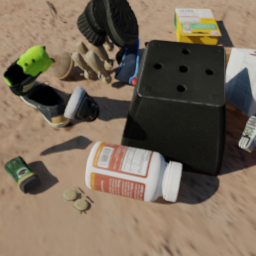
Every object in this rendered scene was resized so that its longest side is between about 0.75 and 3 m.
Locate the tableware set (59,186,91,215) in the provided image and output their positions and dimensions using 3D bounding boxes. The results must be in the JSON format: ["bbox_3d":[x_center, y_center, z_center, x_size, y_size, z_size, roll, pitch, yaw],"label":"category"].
[{"bbox_3d":[-1.407,1.933,7.418,0.764,0.153,0.505,34,42,22],"label":"tableware set"}]

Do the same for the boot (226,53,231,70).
[{"bbox_3d":[4.382,-2.394,10.637,2.936,1.126,2.279,7,28,-4],"label":"boot"}]

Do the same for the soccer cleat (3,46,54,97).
[{"bbox_3d":[-3.212,-1.526,8.280,1.165,2.875,0.971,-43,103,-36],"label":"soccer cleat"}]

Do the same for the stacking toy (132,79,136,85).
[{"bbox_3d":[0.504,-1.963,10.524,0.905,0.386,0.386,-45,49,13],"label":"stacking toy"}]

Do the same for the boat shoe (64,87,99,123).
[{"bbox_3d":[-1.062,-0.501,7.014,0.640,2.261,0.776,24,89,-3],"label":"boat shoe"}]

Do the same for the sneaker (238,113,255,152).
[{"bbox_3d":[2.929,0.116,6.372,0.984,0.568,0.369,-56,33,1],"label":"sneaker"}]

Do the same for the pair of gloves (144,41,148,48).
[{"bbox_3d":[1.222,-2.295,10.399,0.235,1.691,1.898,-34,65,1],"label":"pair of gloves"}]

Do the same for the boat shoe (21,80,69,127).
[{"bbox_3d":[-3.061,-1.144,9.941,1.100,0.918,2.948,-31,52,-25],"label":"boat shoe"}]

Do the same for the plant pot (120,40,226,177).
[{"bbox_3d":[1.384,-0.711,7.909,2.990,2.659,2.997,8,59,8],"label":"plant pot"}]

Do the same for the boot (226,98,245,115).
[{"bbox_3d":[3.593,-0.921,9.918,1.931,0.678,1.412,-36,60,-25],"label":"boot"}]

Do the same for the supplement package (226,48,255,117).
[{"bbox_3d":[4.346,-1.374,8.544,2.075,1.596,2.170,4,25,-6],"label":"supplement package"}]

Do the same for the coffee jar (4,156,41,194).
[{"bbox_3d":[-2.929,1.312,7.793,0.582,0.476,1.115,-32,53,-29],"label":"coffee jar"}]

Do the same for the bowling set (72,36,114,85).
[{"bbox_3d":[-1.579,-2.762,11.477,1.890,1.458,2.716,-16,41,26],"label":"bowling set"}]

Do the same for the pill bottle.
[{"bbox_3d":[0.168,1.195,7.349,2.325,1.304,1.304,11,46,10],"label":"pill bottle"}]

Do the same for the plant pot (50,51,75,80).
[{"bbox_3d":[-2.711,-2.529,11.086,1.171,1.171,0.541,42,16,34],"label":"plant pot"}]

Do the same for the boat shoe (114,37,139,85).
[{"bbox_3d":[-0.063,-3.007,11.564,1.003,1.230,2.923,6,43,-2],"label":"boat shoe"}]

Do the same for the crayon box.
[{"bbox_3d":[3.313,-4.915,13.783,1.851,0.759,2.944,1,45,2],"label":"crayon box"}]

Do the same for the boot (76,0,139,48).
[{"bbox_3d":[-0.780,-3.459,9.749,1.098,2.181,2.918,0,63,-34],"label":"boot"}]

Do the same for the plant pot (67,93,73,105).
[{"bbox_3d":[-1.779,-0.861,9.750,0.109,0.793,0.793,-10,34,39],"label":"plant pot"}]
